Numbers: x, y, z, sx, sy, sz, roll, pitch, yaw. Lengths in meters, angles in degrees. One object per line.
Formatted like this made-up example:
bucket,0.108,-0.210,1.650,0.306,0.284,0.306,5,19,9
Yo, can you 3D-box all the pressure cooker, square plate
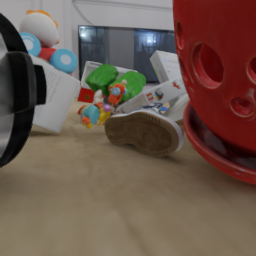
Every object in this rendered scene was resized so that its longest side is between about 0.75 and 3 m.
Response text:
pressure cooker,-2.124,-0.350,2.673,2.087,2.119,2.373,45,24,16
square plate,1.889,-0.762,7.685,1.881,0.270,1.899,-14,-20,-41

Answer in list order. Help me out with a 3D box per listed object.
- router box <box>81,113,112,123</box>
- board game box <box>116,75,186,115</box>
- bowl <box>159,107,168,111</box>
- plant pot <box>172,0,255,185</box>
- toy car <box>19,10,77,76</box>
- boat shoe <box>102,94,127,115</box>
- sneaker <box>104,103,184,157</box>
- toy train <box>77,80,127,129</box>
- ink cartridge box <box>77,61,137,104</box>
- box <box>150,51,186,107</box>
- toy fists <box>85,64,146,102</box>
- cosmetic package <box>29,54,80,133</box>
router box,-0.990,-0.324,8.997,0.822,0.273,1.045,3,8,6
board game box,1.271,-1.117,8.366,2.984,0.516,1.884,-27,3,-24
bowl,1.603,-0.973,14.303,0.833,0.163,0.833,0,7,0
plant pot,1.721,-0.729,2.991,2.407,2.192,2.407,-7,36,5
toy car,-2.432,-2.424,8.070,1.958,2.214,2.040,18,-19,-27
boat shoe,-0.155,-1.395,10.305,0.984,0.986,2.723,26,30,1
sneaker,0.494,-0.047,4.952,1.099,0.710,2.026,-15,12,-30
toy train,-0.619,-0.591,6.387,0.434,1.171,1.559,30,22,15
ink cartridge box,-0.901,-1.720,12.255,2.328,2.020,0.507,7,35,-21
box,2.163,-1.705,10.818,2.066,2.651,0.546,-1,-29,-36
toy fists,-0.489,-1.458,9.406,2.135,0.734,1.088,22,50,28
cosmetic package,-2.286,-0.863,6.403,1.629,1.344,1.343,24,-2,-44
